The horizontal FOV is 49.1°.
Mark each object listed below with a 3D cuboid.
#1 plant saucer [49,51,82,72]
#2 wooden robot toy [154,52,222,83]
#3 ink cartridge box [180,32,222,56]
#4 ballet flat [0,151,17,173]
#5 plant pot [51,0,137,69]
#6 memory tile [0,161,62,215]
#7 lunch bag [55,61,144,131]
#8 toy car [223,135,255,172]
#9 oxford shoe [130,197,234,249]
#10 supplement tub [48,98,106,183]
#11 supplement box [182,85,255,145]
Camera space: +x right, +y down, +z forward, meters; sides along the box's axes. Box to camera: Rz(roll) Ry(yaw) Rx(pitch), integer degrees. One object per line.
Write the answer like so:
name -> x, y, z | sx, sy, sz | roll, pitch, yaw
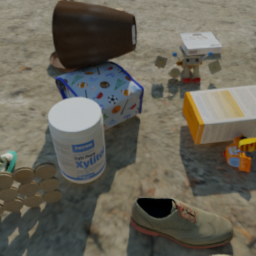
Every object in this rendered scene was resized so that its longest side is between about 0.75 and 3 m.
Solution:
plant saucer -> -2.755, -3.315, 13.581 | 2.076, 0.357, 2.076 | 1, 45, -1
wooden robot toy -> 2.623, -2.738, 12.775 | 2.953, 1.301, 1.340 | -1, 10, 0
ink cartridge box -> 3.729, -4.419, 14.638 | 1.824, 0.408, 1.607 | -5, 46, -6
ballet flat -> -3.937, 1.191, 8.937 | 0.502, 0.525, 1.492 | -3, 44, 1
plant pot -> -1.066, -3.469, 10.441 | 2.665, 2.491, 2.491 | 1, 45, 9
memory tile -> -2.983, 1.691, 7.619 | 2.198, 1.685, 0.185 | -11, 43, -12
lunch bag -> -1.143, -1.339, 10.659 | 2.374, 1.729, 2.792 | -28, 59, -24
toy car -> 3.376, 0.507, 8.516 | 0.836, 2.511, 1.232 | -7, 62, 12
oxford shoe -> 1.418, 2.425, 7.333 | 2.782, 1.040, 0.980 | 6, 45, 6
supplement tub -> -1.463, 0.435, 8.421 | 1.527, 2.314, 1.527 | 0, 45, 0
supplement box -> 3.513, -0.490, 9.882 | 2.786, 1.024, 1.756 | -6, 46, -4
